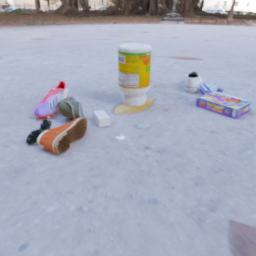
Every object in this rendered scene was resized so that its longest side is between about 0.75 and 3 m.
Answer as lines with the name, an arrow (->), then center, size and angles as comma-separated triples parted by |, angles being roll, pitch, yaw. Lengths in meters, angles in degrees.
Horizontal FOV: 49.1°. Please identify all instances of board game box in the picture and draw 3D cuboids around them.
board game box -> 4.456, -1.120, 13.097 | 1.402, 0.467, 2.085 | -22, 34, -37

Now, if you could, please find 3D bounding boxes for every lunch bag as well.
lunch bag -> 4.359, -1.980, 14.819 | 1.083, 0.511, 1.352 | -3, 25, -3

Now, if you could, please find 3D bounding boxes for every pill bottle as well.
pill bottle -> 0.297, -2.506, 13.305 | 1.530, 2.755, 1.530 | 0, 26, 0

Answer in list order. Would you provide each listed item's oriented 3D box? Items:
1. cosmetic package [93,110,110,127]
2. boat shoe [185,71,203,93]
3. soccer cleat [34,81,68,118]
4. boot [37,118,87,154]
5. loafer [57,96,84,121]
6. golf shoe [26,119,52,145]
cosmetic package -> -1.126, -0.397, 11.726 | 0.488, 0.385, 0.907 | -8, 28, -19
boat shoe -> 3.802, -2.828, 16.050 | 0.999, 0.907, 2.715 | 6, 27, 12
soccer cleat -> -3.525, -1.323, 12.850 | 0.912, 1.045, 2.733 | 6, 27, 12
boot -> -2.351, 0.142, 10.241 | 1.122, 0.785, 2.093 | 9, 29, 25
loafer -> -2.462, -0.690, 11.907 | 0.863, 0.931, 2.476 | -17, 22, -18
golf shoe -> -3.291, 0.247, 10.452 | 0.472, 0.574, 1.215 | 36, 59, 6
